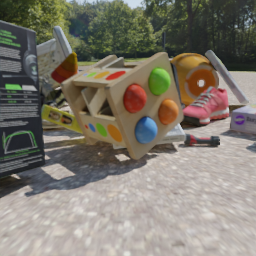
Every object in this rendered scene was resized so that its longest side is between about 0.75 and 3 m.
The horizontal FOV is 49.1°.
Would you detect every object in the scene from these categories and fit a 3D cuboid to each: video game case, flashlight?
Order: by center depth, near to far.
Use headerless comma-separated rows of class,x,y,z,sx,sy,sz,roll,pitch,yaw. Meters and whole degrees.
flashlight,1.801,0.282,6.871,0.831,0.281,0.282,0,7,2
video game case,0.495,0.043,7.335,1.688,0.217,1.857,-7,17,3
video game case,4.223,-2.026,11.744,0.289,2.386,2.621,-36,-12,24

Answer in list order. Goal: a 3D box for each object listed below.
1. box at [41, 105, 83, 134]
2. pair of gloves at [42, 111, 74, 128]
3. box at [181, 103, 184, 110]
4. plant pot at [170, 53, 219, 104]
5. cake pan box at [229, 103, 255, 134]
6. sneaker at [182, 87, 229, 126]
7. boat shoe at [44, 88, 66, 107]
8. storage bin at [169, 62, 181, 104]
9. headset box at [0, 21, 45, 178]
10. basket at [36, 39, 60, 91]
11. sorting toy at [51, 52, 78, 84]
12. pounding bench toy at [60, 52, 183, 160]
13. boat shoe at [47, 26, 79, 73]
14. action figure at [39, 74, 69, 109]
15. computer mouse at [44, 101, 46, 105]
box,-1.469,-0.159,7.078,1.452,0.364,0.546,21,-3,-25
pair of gloves,-2.307,-0.281,9.017,1.563,0.322,1.838,0,15,-16
box,1.566,-0.621,9.993,0.654,0.344,0.799,8,28,30
plant pot,2.750,-1.976,11.749,2.227,2.227,2.039,-1,16,-4
cake pan box,4.610,-0.244,8.250,2.286,0.649,2.482,16,21,41
sneaker,2.530,-0.800,9.352,0.943,1.110,2.559,16,23,42
boat shoe,-3.080,-1.246,12.064,0.776,0.847,2.268,-26,3,38
storage bin,1.029,-1.209,8.372,0.914,1.352,0.634,-8,5,19
headset box,-2.704,-0.521,4.775,2.191,2.516,1.167,-2,4,26
basket,-3.820,-2.253,11.669,2.690,1.660,1.823,-27,8,-8
sorting toy,-1.100,-1.351,8.289,2.731,0.941,0.947,37,30,18
pounding bench toy,0.293,-0.836,6.492,2.656,1.650,2.072,-38,31,-30
boat shoe,-2.425,-2.447,9.859,0.937,2.197,0.812,-20,0,1
action figure,-3.009,-1.185,10.331,2.771,1.414,1.647,-4,33,-26
computer mouse,-3.410,-0.976,9.882,1.009,0.296,0.172,17,4,-12
